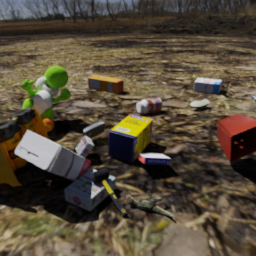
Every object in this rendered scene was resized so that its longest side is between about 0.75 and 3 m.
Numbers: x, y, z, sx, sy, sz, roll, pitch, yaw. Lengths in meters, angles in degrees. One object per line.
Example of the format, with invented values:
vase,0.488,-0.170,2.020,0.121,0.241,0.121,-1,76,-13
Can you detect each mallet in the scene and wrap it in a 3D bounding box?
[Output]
mallet,-0.503,1.608,6.936,0.471,0.294,1.430,-9,46,-26

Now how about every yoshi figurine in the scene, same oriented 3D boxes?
yoshi figurine,-3.179,-1.366,11.003,1.661,1.668,2.967,0,54,12

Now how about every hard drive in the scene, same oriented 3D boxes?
hard drive,-1.254,0.112,10.167,0.862,0.581,0.182,-27,58,-27

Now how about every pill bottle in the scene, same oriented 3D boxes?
pill bottle,0.967,-1.000,12.841,1.107,0.621,0.621,-10,26,-22

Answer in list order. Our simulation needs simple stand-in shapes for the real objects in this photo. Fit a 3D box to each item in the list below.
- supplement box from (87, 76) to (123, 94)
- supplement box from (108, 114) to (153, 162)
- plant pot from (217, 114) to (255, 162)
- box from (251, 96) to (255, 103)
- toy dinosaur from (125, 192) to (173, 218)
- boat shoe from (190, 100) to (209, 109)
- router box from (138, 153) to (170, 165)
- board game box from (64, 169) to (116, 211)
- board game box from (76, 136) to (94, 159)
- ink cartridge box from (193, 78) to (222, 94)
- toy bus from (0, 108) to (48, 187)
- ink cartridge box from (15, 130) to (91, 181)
supplement box,-1.322,-2.542,16.243,2.139,0.736,0.712,17,28,30
supplement box,0.115,0.297,9.479,0.909,0.904,1.660,14,28,20
plant pot,3.292,0.200,8.522,1.076,1.077,0.949,-21,39,-9
box,6.772,-1.428,14.382,0.568,0.157,0.832,1,24,3
toy dinosaur,0.577,1.828,6.862,1.253,0.297,0.552,11,41,23
boat shoe,3.390,-1.077,13.371,1.090,0.326,0.390,-13,54,-25
router box,0.767,0.933,8.431,0.808,0.197,0.725,4,4,-13
board game box,-0.969,1.586,7.309,0.831,0.362,1.127,14,27,29
board game box,-1.414,0.630,9.069,0.241,0.554,0.751,34,4,-24
ink cartridge box,4.565,-2.424,16.089,1.404,0.594,1.015,9,26,22
toy bus,-3.790,0.635,8.237,2.390,1.689,2.489,-13,21,12
ink cartridge box,-1.933,0.796,7.412,1.208,0.694,1.664,21,-13,25
